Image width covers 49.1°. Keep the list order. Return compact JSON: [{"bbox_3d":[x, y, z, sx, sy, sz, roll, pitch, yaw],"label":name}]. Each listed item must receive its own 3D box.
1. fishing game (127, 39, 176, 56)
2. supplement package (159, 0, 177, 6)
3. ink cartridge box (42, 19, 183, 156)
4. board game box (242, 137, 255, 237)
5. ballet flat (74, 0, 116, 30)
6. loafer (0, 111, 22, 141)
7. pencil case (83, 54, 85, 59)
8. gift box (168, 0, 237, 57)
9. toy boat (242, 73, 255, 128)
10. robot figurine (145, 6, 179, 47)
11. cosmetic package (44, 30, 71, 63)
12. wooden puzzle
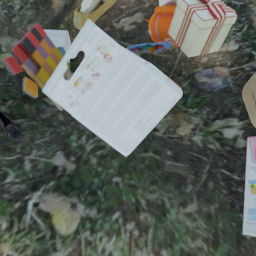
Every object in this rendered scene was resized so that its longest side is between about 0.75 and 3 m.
[{"bbox_3d":[0.500,-2.037,7.411,1.916,1.372,0.298,-3,98,34],"label":"fishing game"},{"bbox_3d":[1.419,-3.994,7.203,0.988,1.783,1.388,-6,106,-5],"label":"supplement package"},{"bbox_3d":[-0.338,-0.745,5.749,2.269,0.569,1.840,39,113,-4],"label":"ink cartridge box"},{"bbox_3d":[3.265,1.202,5.704,0.436,1.656,2.164,25,69,-38],"label":"board game box"},{"bbox_3d":[-1.169,-4.946,10.907,0.950,0.873,2.769,25,66,11],"label":"ballet flat"},{"bbox_3d":[-3.773,-0.065,8.808,0.412,0.361,1.146,-37,70,-16],"label":"loafer"},{"bbox_3d":[-0.405,-1.490,7.572,1.904,0.788,0.824,40,67,21],"label":"pencil case"},{"bbox_3d":[1.661,-2.381,6.217,1.157,1.081,1.068,-22,61,-24],"label":"gift box"},{"bbox_3d":[3.182,-0.551,6.134,0.904,0.902,1.383,0,61,-10],"label":"toy boat"},{"bbox_3d":[1.331,-2.826,7.851,1.768,1.031,1.272,12,20,40],"label":"robot figurine"},{"bbox_3d":[-2.807,-2.630,9.782,1.380,0.851,1.385,2,64,1],"label":"cosmetic package"},{"bbox_3d":[-1.975,-1.550,6.994,0.207,1.747,2.946,-25,33,18],"label":"wooden puzzle"}]
